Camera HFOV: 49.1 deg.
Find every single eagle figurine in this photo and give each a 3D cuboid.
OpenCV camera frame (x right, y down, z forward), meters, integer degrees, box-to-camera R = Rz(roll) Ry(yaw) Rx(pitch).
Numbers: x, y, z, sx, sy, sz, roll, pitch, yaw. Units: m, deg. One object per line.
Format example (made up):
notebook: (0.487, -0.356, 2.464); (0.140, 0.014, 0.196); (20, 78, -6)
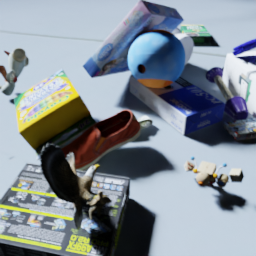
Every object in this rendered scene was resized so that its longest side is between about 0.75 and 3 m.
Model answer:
eagle figurine: (-0.859, 0.894, 4.577); (1.247, 0.946, 0.941); (29, 32, 19)

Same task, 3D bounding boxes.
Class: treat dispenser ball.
treat dispenser ball: (0.823, -1.985, 8.127); (1.658, 1.658, 1.658); (0, 34, 0)

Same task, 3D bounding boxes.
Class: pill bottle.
pill bottle: (1.134, -3.519, 11.470); (1.661, 1.661, 2.955); (-25, 43, -32)

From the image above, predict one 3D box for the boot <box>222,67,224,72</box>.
boot: (4.012, -2.335, 10.394); (0.748, 0.358, 0.991); (-23, -4, -32)

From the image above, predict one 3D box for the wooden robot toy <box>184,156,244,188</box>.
wooden robot toy: (1.637, 1.033, 5.722); (1.274, 0.561, 0.578); (10, 37, 32)

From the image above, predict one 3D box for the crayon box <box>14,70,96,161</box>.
crayon box: (-1.964, -0.487, 7.111); (1.606, 0.659, 2.555); (-33, 37, -6)

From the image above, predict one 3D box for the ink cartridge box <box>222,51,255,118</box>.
ink cartridge box: (4.536, -1.378, 8.759); (2.065, 1.192, 2.827); (-6, 34, -5)

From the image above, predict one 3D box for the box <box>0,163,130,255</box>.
box: (-1.213, 1.543, 5.088); (2.236, 0.495, 1.792); (7, 37, 8)

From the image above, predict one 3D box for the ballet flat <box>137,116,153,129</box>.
ballet flat: (0.269, -0.052, 7.593); (0.377, 0.377, 1.086); (29, 39, 35)

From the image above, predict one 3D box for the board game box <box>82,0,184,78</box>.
board game box: (0.243, -2.850, 9.308); (0.605, 2.778, 2.791); (53, 34, 5)

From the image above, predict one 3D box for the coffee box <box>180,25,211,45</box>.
coffee box: (3.463, -4.881, 14.569); (1.293, 0.462, 2.103); (2, 34, 2)

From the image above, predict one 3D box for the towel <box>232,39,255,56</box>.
towel: (3.974, -2.690, 8.831); (1.221, 0.303, 0.902); (-23, -1, 0)

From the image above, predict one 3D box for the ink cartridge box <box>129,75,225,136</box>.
ink cartridge box: (1.365, -0.963, 8.678); (1.409, 0.663, 2.997); (-18, 38, -23)

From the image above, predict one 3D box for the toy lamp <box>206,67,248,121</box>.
toy lamp: (3.057, -1.081, 8.710); (0.683, 0.683, 2.347); (-4, 42, -6)

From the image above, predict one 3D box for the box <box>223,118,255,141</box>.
box: (3.221, 0.029, 7.618); (1.013, 0.202, 0.693); (-7, 31, -9)

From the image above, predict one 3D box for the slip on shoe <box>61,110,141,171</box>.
slip on shoe: (-0.805, 0.295, 6.558); (2.431, 0.744, 0.900); (-28, 46, -15)

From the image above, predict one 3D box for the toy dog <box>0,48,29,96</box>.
toy dog: (-3.933, -1.959, 9.260); (0.799, 1.095, 1.660); (19, 54, -6)
